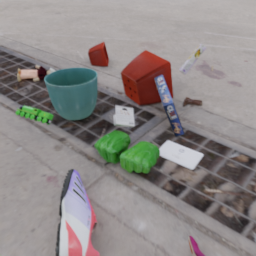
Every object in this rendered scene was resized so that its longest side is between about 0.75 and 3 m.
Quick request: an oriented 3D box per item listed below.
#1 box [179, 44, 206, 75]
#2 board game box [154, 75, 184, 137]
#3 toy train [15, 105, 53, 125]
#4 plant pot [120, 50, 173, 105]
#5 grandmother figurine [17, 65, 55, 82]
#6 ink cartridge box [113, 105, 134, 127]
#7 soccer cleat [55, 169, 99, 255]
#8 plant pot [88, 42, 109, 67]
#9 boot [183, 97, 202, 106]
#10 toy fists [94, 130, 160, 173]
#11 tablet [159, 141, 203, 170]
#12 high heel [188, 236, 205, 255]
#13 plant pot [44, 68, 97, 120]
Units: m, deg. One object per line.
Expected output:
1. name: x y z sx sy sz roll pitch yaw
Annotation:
1. box: 2.917 -3.115 12.695 0.292 1.509 0.313 36 10 -16
2. board game box: 1.605 -0.922 11.094 0.392 1.534 2.264 -20 35 10
3. toy train: -2.808 -0.409 8.359 1.334 0.278 0.376 15 81 24
4. plant pot: 0.750 -2.103 12.608 1.658 1.882 1.880 -29 42 -19
5. grandmother figurine: -4.709 -2.824 14.634 1.942 0.588 1.178 -2 63 -8
6. ink cartridge box: -0.152 -0.402 9.987 0.781 0.175 0.688 7 71 -33
7. soccer cleat: -1.307 2.244 7.372 1.012 0.943 2.764 6 36 -12
8. plant pot: -1.722 -4.145 16.072 0.975 1.106 1.105 -10 35 7
9. boot: 2.894 -1.096 12.480 0.801 0.257 0.747 19 41 17
10. toy fists: -0.104 0.840 9.362 2.253 0.775 1.148 22 34 30
11. tablet: 1.801 0.916 9.797 1.429 0.098 0.930 23 41 27
12. high heel: 1.808 3.025 6.653 0.494 0.347 1.029 -16 52 -5
13. plant pot: -2.213 -1.337 11.485 2.087 1.675 2.087 -2 32 1
